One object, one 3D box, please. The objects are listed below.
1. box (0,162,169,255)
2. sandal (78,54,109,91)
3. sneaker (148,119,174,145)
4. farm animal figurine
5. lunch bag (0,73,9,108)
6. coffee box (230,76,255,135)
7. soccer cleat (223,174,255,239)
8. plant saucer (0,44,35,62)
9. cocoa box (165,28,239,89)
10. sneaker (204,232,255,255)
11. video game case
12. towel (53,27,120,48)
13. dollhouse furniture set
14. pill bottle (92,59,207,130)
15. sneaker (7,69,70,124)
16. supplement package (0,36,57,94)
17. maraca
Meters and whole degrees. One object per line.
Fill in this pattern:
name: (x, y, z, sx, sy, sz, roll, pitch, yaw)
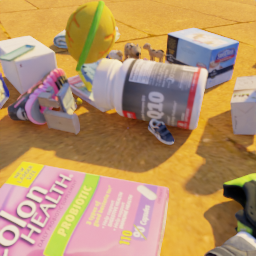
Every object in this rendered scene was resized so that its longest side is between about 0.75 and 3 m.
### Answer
box: (-0.896, 1.929, 4.217, 2.700, 1.305, 2.375, 8, 35, 12)
sandal: (-1.181, -2.160, 9.867, 1.001, 0.914, 2.299, -18, 41, 12)
sneaker: (0.880, 0.089, 7.431, 0.853, 0.339, 0.334, 38, 52, 26)
farm animal figurine: (0.413, -3.155, 11.870, 1.938, 1.011, 1.917, -21, 40, -27)
lunch bag: (-5.084, -0.688, 7.795, 2.327, 1.695, 2.737, 4, 49, 6)
coffee box: (3.508, -0.713, 8.201, 0.722, 1.036, 1.812, 0, 32, 28)
soccer cleat: (2.569, 1.858, 4.786, 1.141, 0.951, 2.816, -11, 29, -2)
plant saucer: (-3.612, -2.466, 9.197, 0.454, 0.123, 1.299, 14, 40, 20)
cocoa box: (2.762, -2.787, 10.878, 1.545, 1.520, 2.316, -21, 40, -28)
sneaker: (1.862, 2.379, 4.024, 1.274, 0.670, 1.763, -8, 24, -30)
video game case: (-0.947, -1.464, 10.112, 1.851, 0.226, 2.589, -27, 43, -33)
towel: (-2.050, -4.706, 14.465, 2.875, 0.692, 2.461, 8, 32, 11)
dollhouse furniture set: (-1.691, -0.758, 8.108, 0.921, 1.332, 1.411, 11, 48, 15)
pill bottle: (0.614, -1.043, 8.082, 2.994, 1.705, 1.705, 11, 36, 14)
sneaker: (-2.831, -1.058, 8.961, 1.305, 1.081, 2.737, -7, 30, 21)
supplement package: (-3.703, -2.320, 10.301, 1.392, 1.397, 2.381, -22, 40, -28)
maraca: (-1.133, -2.559, 8.050, 1.370, 2.561, 1.756, 22, 77, -14)
